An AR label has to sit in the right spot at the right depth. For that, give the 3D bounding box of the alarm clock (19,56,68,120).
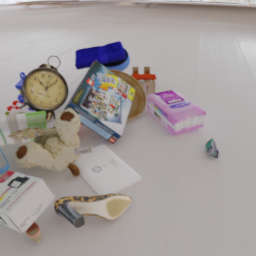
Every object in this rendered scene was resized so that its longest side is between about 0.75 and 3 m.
[{"bbox_3d":[-2.589,-1.359,8.918,1.381,2.047,0.682,19,-12,-22],"label":"alarm clock"}]

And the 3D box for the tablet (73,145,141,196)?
[{"bbox_3d":[-0.754,1.224,8.496,1.380,0.145,2.120,-21,37,-30],"label":"tablet"}]

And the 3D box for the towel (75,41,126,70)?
[{"bbox_3d":[-1.241,-3.171,12.055,2.190,0.543,1.617,-14,32,-2],"label":"towel"}]

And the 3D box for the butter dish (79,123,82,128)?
[{"bbox_3d":[-2.063,-0.392,9.931,1.045,1.048,0.774,4,57,-48],"label":"butter dish"}]

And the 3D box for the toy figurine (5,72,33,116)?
[{"bbox_3d":[-4.178,-1.329,10.895,1.468,1.667,2.783,7,40,9],"label":"toy figurine"}]

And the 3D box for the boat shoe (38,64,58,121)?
[{"bbox_3d":[-3.053,-1.386,11.135,0.829,2.246,0.831,1,-1,39],"label":"boat shoe"}]

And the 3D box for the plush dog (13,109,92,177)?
[{"bbox_3d":[-2.229,0.535,8.485,2.150,1.725,1.846,-42,31,-12],"label":"plush dog"}]

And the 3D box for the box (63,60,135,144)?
[{"bbox_3d":[-0.902,-1.053,10.296,2.039,0.563,2.986,34,38,-15],"label":"box"}]

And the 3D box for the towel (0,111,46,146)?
[{"bbox_3d":[-4.007,0.208,8.709,2.895,2.160,0.444,-9,74,-18],"label":"towel"}]

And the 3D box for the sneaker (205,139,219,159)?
[{"bbox_3d":[2.806,0.700,9.273,0.400,0.340,0.914,42,30,-5],"label":"sneaker"}]

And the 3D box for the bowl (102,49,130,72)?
[{"bbox_3d":[-0.843,-3.374,13.536,1.878,0.369,1.878,1,53,-1],"label":"bowl"}]

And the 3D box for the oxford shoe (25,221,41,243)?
[{"bbox_3d":[-2.296,2.280,6.492,0.363,0.378,1.024,-23,33,-25],"label":"oxford shoe"}]

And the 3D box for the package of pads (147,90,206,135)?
[{"bbox_3d":[1.808,-0.666,10.895,1.375,0.863,2.282,-12,33,-19],"label":"package of pads"}]

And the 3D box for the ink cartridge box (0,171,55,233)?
[{"bbox_3d":[-2.614,1.641,6.481,1.478,0.612,1.077,2,38,38],"label":"ink cartridge box"}]

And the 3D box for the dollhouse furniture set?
[{"bbox_3d":[0.326,-2.458,13.623,2.068,1.077,2.091,-1,31,-2],"label":"dollhouse furniture set"}]

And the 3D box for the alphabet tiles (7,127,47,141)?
[{"bbox_3d":[-2.871,0.158,7.988,0.804,0.031,0.966,15,24,36],"label":"alphabet tiles"}]

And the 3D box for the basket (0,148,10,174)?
[{"bbox_3d":[-4.329,1.035,7.708,1.802,1.254,1.589,-24,41,-26],"label":"basket"}]

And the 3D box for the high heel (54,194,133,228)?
[{"bbox_3d":[-0.886,1.845,7.039,1.810,0.646,1.290,-9,14,-38],"label":"high heel"}]

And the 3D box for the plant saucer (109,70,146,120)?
[{"bbox_3d":[-0.485,-1.282,11.457,2.505,0.444,2.505,10,58,-16],"label":"plant saucer"}]
